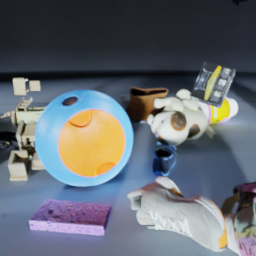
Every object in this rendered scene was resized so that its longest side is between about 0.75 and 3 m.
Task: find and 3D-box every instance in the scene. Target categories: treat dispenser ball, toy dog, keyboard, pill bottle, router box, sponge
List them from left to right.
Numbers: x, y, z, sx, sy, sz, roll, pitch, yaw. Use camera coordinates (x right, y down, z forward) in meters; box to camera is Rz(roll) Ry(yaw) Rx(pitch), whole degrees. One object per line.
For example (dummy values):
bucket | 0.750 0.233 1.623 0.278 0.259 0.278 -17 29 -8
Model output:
keyboard | -4.175 0.498 10.134 2.513 0.322 1.509 7 11 27
sponge | -1.120 1.778 5.630 1.467 0.219 0.818 2 16 8
treat dispenser ball | -1.100 0.255 7.133 2.433 2.433 2.433 0 16 0
toy dog | 1.752 -0.055 10.131 2.388 1.718 2.463 46 33 15
router box | 3.096 -1.581 10.298 1.154 1.468 0.383 22 -8 24
pill bottle | 3.956 -0.817 13.015 2.434 1.269 1.269 -10 18 -32

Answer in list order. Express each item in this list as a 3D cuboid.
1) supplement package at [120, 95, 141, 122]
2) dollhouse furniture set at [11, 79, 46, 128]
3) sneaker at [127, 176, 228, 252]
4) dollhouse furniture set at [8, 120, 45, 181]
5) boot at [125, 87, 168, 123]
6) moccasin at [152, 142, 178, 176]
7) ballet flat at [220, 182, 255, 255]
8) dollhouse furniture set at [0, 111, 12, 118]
supplement package | 0.660 -0.987 13.909 2.011 1.115 1.566 -2 15 -5
dollhouse furniture set | -3.934 -1.177 12.726 2.394 2.118 1.331 -1 16 -1
sneaker | 0.783 1.665 5.184 1.067 0.878 2.319 -15 13 -22
dollhouse furniture set | -2.104 0.811 8.270 2.213 1.231 1.958 -1 40 -7
boot | 1.178 -1.038 11.573 2.545 0.926 2.704 4 -21 -6
moccasin | 1.119 0.823 8.316 0.731 0.620 1.818 2 16 8
ballet flat | 2.126 1.671 5.088 0.958 0.931 2.693 -13 4 26
dollhouse furniture set | -5.946 -0.471 13.878 0.991 0.484 0.845 -21 9 17
